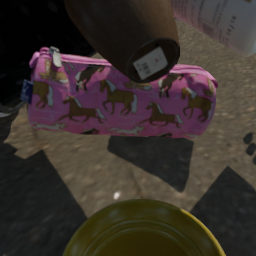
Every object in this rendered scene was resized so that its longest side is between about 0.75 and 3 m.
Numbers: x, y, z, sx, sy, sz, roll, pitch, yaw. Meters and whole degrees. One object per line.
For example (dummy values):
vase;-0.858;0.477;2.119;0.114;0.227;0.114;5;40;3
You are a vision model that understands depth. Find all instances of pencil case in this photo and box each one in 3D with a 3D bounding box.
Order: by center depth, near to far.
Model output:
pencil case;-0.105;-0.487;4.438;2.869;1.241;1.188;4;74;-10

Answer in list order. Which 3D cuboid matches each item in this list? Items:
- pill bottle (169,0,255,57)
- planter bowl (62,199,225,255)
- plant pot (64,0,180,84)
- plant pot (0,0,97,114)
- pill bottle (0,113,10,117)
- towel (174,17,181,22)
pill bottle;0.975;-1.953;3.561;2.141;1.224;1.224;39;54;21
planter bowl;0.219;2.310;4.099;2.364;0.985;2.364;1;42;0
plant pot;0.026;-1.081;2.960;1.124;1.124;1.203;-15;59;-16
plant pot;-2.821;-2.216;5.609;2.627;2.961;2.954;1;35;35
pill bottle;-3.665;-1.476;8.006;1.455;1.455;2.433;-11;43;-12
towel;1.599;-4.051;7.590;2.152;0.340;2.988;5;63;24
